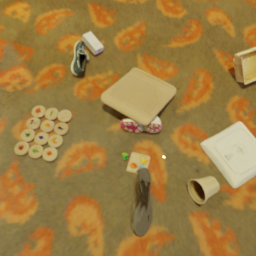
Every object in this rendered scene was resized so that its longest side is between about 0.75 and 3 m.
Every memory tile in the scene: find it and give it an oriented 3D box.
[{"bbox_3d":[-3.527,0.184,11.793,1.870,0.205,2.440,12,62,6],"label":"memory tile"}]

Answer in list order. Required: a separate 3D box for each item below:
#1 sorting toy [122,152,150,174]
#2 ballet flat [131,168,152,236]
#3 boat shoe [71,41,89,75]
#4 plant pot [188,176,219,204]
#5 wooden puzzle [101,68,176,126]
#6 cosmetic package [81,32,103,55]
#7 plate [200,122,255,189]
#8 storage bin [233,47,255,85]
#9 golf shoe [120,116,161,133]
[{"bbox_3d":[0.237,1.379,11.174,1.147,0.169,0.848,14,63,7],"label":"sorting toy"},{"bbox_3d":[0.437,2.678,10.324,0.826,0.568,2.452,15,64,-28],"label":"ballet flat"},{"bbox_3d":[-2.247,-3.387,13.306,0.588,0.712,1.902,-9,57,28],"label":"boat shoe"},{"bbox_3d":[2.846,2.214,10.364,0.861,0.941,0.941,-16,62,-26],"label":"plant pot"},{"bbox_3d":[0.487,-1.404,12.265,2.423,0.488,2.619,30,54,17],"label":"wooden puzzle"},{"bbox_3d":[-1.761,-4.175,13.812,0.533,0.388,1.049,-35,82,-30],"label":"cosmetic package"},{"bbox_3d":[4.444,0.964,11.293,2.233,0.361,2.228,-27,66,-14],"label":"plate"},{"bbox_3d":[5.612,-2.862,12.774,1.339,1.329,0.627,-21,22,-10],"label":"storage bin"},{"bbox_3d":[0.543,-0.208,11.851,1.722,0.649,0.788,5,45,1],"label":"golf shoe"}]
